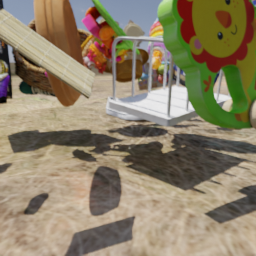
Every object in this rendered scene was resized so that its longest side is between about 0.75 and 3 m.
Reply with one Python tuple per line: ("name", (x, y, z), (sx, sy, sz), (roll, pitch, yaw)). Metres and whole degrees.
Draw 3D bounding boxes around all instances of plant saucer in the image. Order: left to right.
("plant saucer", (-1.320, -1.698, 5.885), (0.468, 2.500, 2.500), (-9, 14, 1))

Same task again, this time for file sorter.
("file sorter", (1.243, -1.418, 7.288), (2.912, 1.813, 2.021), (-17, 27, -40))

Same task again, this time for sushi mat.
("sushi mat", (-1.190, -1.077, 4.112), (1.682, 0.102, 0.804), (33, 27, -24))

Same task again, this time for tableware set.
("tableware set", (-0.455, -3.447, 11.634), (2.117, 2.534, 0.294), (18, -9, -21))

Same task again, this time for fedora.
("fedora", (-0.052, -2.261, 10.700), (2.006, 0.818, 2.006), (-15, -12, -3))

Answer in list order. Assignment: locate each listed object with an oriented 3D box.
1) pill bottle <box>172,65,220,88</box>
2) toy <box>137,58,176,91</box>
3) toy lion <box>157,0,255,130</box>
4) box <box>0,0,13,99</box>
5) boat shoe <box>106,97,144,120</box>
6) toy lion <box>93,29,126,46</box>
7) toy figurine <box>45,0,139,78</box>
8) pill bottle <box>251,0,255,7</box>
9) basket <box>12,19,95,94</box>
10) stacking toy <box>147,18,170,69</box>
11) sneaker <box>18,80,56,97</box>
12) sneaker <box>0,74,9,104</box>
("pill bottle", (2.488, -2.610, 8.889), (1.493, 2.670, 1.493), (13, 29, -8))
("toy", (1.384, -2.209, 11.704), (2.090, 1.204, 0.493), (-8, 28, 8))
("toy lion", (1.730, -1.494, 5.178), (2.779, 2.899, 0.995), (8, -1, -30))
("box", (-4.455, -2.632, 9.532), (0.688, 2.989, 2.376), (-7, -3, -23))
("boat shoe", (-0.130, -1.011, 13.866), (1.098, 0.976, 2.985), (-13, 19, -42))
("toy lion", (-0.799, -3.182, 10.886), (1.506, 1.572, 0.540), (5, 20, -31))
("toy figurine", (-1.233, -2.168, 8.314), (2.546, 2.077, 2.766), (-38, -18, 12))
("pill bottle", (4.113, -3.560, 8.809), (0.567, 1.014, 0.567), (8, -1, 0))
("basket", (-2.632, -2.443, 9.557), (2.527, 1.883, 1.804), (23, 38, 13))
("stacking toy", (1.086, -2.658, 9.314), (1.187, 1.255, 2.163), (30, 52, -9))
("sneaker", (-3.007, -1.565, 10.589), (2.168, 0.774, 0.866), (-14, 49, -12))
("sneaker", (-2.462, -0.687, 5.344), (0.322, 0.461, 0.926), (-13, 33, 8))
